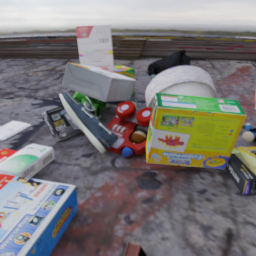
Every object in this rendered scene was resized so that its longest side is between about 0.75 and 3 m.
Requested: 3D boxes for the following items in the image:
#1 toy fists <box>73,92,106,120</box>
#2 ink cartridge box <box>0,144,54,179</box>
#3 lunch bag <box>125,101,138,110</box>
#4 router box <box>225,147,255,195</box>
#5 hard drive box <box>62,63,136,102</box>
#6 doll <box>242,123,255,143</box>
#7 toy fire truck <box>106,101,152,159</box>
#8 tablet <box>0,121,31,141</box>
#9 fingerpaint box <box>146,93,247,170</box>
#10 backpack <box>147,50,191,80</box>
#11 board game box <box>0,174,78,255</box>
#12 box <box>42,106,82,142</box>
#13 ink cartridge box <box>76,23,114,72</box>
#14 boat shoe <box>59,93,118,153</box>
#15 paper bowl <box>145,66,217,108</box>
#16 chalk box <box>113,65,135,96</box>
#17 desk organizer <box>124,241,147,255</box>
[{"bbox_3d":[-1.907,-1.045,12.547,1.481,0.999,2.905,2,25,5],"label":"toy fists"},{"bbox_3d":[-3.616,0.980,8.621,2.064,0.517,1.661,10,25,18],"label":"ink cartridge box"},{"bbox_3d":[0.093,-1.031,13.159,0.653,0.467,0.766,1,9,16],"label":"lunch bag"},{"bbox_3d":[3.690,1.180,8.114,1.468,0.488,1.867,-2,24,-2],"label":"router box"},{"bbox_3d":[-1.152,-1.925,12.010,2.073,1.022,2.660,22,14,17],"label":"hard drive box"},{"bbox_3d":[4.805,0.220,10.118,1.905,0.462,1.300,-10,44,-29],"label":"doll"},{"bbox_3d":[0.098,0.225,9.727,2.230,1.250,1.872,20,57,35],"label":"toy fire truck"},{"bbox_3d":[-4.744,0.088,11.073,1.016,0.107,1.561,10,26,21],"label":"tablet"},{"bbox_3d":[1.768,0.121,7.873,2.322,1.937,0.852,4,35,-3],"label":"fingerpaint box"},{"bbox_3d":[2.174,-2.115,13.059,2.024,2.426,1.535,-25,0,4],"label":"backpack"},{"bbox_3d":[-2.775,2.050,5.873,2.571,0.734,2.626,6,25,14],"label":"board game box"},{"bbox_3d":[-2.339,-0.256,10.566,1.467,1.157,0.365,-26,0,-45],"label":"box"},{"bbox_3d":[-1.570,-3.580,13.729,1.625,2.790,0.941,-5,23,-5],"label":"ink cartridge box"},{"bbox_3d":[-1.388,-0.341,9.500,0.833,1.008,2.693,-38,62,-11],"label":"boat shoe"},{"bbox_3d":[2.004,-0.933,10.521,2.624,2.624,1.365,-2,54,-5],"label":"paper bowl"},{"bbox_3d":[-1.017,-2.391,14.962,2.403,1.500,1.489,-16,28,-30],"label":"chalk box"},{"bbox_3d":[0.086,2.698,4.704,0.561,0.522,1.457,8,25,12],"label":"desk organizer"}]
